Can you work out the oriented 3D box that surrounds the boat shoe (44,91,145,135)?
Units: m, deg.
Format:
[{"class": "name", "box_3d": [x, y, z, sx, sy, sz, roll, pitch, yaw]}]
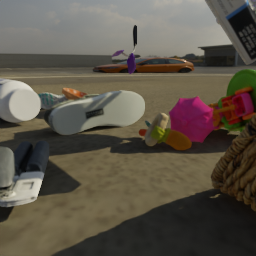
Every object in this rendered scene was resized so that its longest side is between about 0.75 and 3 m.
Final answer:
[{"class": "boat shoe", "box_3d": [-0.897, -0.538, 8.053, 2.974, 1.052, 0.947, -10, 18, -32]}]

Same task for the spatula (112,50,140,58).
[{"class": "spatula", "box_3d": [-0.039, -3.229, 12.403, 1.752, 0.180, 0.495, -6, -18, -47]}]

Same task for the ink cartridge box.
[{"class": "ink cartridge box", "box_3d": [1.562, -2.655, 4.916, 0.529, 2.416, 2.439, -30, 28, 31]}]

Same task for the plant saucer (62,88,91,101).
[{"class": "plant saucer", "box_3d": [-1.498, -1.001, 10.463, 2.007, 0.324, 2.007, 20, 10, -4]}]

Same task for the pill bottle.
[{"class": "pill bottle", "box_3d": [-3.751, -0.870, 8.952, 1.287, 1.287, 2.317, -11, 18, -40]}]

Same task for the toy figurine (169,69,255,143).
[{"class": "toy figurine", "box_3d": [1.936, -0.311, 6.828, 2.080, 1.697, 2.260, -13, -6, -13]}]

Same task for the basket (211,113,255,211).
[{"class": "basket", "box_3d": [2.707, 0.062, 3.538, 2.727, 1.946, 2.031, -6, 16, -25]}]

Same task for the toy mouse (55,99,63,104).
[{"class": "toy mouse", "box_3d": [-1.994, -0.700, 9.952, 1.454, 0.317, 1.636, 16, 8, 13]}]

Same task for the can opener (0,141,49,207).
[{"class": "can opener", "box_3d": [-1.604, 0.475, 4.303, 0.628, 0.787, 2.355, -2, 13, -10]}]

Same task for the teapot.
[{"class": "teapot", "box_3d": [3.313, -3.326, 7.152, 1.909, 1.884, 1.394, 17, 59, 18]}]

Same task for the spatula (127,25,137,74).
[{"class": "spatula", "box_3d": [0.220, -3.425, 11.988, 0.256, 2.490, 0.704, 15, -26, -17]}]

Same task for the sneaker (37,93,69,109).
[{"class": "sneaker", "box_3d": [-2.882, -1.053, 11.489, 1.786, 0.693, 0.815, 3, -2, -5]}]

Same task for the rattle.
[{"class": "rattle", "box_3d": [0.817, 0.150, 6.529, 0.903, 0.823, 1.265, 9, -15, -10]}]
